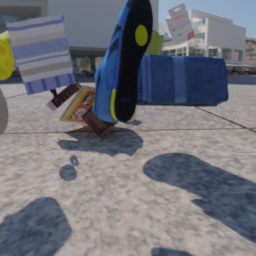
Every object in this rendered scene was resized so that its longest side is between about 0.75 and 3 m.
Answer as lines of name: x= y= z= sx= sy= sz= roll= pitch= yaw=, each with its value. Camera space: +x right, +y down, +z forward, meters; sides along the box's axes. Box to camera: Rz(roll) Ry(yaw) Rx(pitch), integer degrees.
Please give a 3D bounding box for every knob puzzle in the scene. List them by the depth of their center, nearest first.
knob puzzle: x=-1.472 y=-0.856 z=13.578 sx=3.193 sy=0.443 sz=3.193 roll=-16 pitch=-28 yaw=-9

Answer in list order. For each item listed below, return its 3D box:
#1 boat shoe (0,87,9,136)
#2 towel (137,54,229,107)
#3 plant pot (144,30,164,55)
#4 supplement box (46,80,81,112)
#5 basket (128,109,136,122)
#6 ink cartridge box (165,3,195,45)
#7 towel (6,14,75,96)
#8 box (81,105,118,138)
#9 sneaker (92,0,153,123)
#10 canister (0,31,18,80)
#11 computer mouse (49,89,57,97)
boat shoe: x=-3.684 y=-1.177 z=6.655 sx=1.053 sy=2.820 sz=1.307 roll=-20 pitch=28 yaw=-21
towel: x=1.624 y=-1.446 z=8.659 sx=2.823 sy=1.576 sz=0.685 roll=0 pitch=-4 yaw=-7
plant pot: x=0.310 y=-2.695 z=10.938 sx=2.471 sy=2.271 sz=2.471 roll=15 pitch=13 yaw=-3
supplement box: x=-2.916 y=-1.463 z=12.725 sx=1.614 sy=0.491 sz=0.878 roll=-45 pitch=16 yaw=-19
basket: x=-0.011 y=-0.720 z=15.776 sx=0.687 sy=0.625 sz=1.013 roll=4 pitch=13 yaw=20
ink cartridge box: x=1.269 y=-2.574 z=6.982 sx=0.507 sy=0.870 sz=0.294 roll=-28 pitch=21 yaw=-12
towel: x=-1.928 y=-1.646 z=6.436 sx=1.251 sy=1.704 sz=0.203 roll=-17 pitch=34 yaw=-18
box: x=-1.005 y=-0.581 z=12.374 sx=1.483 sy=1.217 sz=1.230 roll=-40 pitch=-2 yaw=21
sneaker: x=-0.262 y=-1.602 z=6.423 sx=1.156 sy=2.949 sz=0.972 roll=16 pitch=7 yaw=41
canister: x=-3.924 y=-2.420 z=9.048 sx=0.719 sy=1.234 sz=1.661 roll=8 pitch=30 yaw=-5
computer mouse: x=-3.589 y=-2.307 z=11.651 sx=0.399 sy=2.346 sz=0.688 roll=-24 pitch=-8 yaw=-29
